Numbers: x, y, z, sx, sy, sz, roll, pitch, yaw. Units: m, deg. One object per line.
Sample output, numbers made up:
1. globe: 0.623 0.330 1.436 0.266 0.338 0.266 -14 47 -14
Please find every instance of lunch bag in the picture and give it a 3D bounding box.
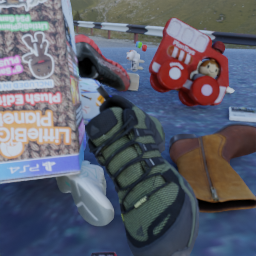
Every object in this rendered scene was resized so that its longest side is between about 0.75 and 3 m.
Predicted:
1. lunch bag: -1.679 -0.762 7.823 2.307 1.088 2.879 -2 18 -11

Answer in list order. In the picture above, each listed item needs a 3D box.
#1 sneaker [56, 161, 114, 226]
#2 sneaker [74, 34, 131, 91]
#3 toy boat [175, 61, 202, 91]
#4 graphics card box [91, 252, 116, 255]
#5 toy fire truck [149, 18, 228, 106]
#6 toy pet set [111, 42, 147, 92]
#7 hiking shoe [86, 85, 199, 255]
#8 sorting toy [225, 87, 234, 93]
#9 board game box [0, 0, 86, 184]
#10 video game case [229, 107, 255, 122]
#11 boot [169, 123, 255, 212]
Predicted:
1. sneaker: -0.547 0.797 3.986 0.622 0.546 1.554 -15 23 -28
2. sneaker: -0.994 -2.008 10.058 0.993 2.810 1.373 -26 43 33
3. toy boat: 2.457 -1.979 11.465 1.396 1.394 2.136 -25 7 25
4. graphics card box: -0.212 1.460 2.057 0.231 0.570 0.908 -1 19 1
5. toy fire truck: 1.965 -1.885 8.513 2.547 2.139 1.428 25 0 -7
6. toy pet set: -0.091 -2.656 11.858 1.158 2.036 2.181 6 18 -8
7. hiking shoe: -0.032 0.417 3.251 1.216 0.914 2.415 37 20 -29
8. sorting toy: 3.828 -1.538 11.176 0.702 0.417 0.780 23 28 34
9. board game box: -1.462 -0.807 4.295 1.303 2.692 2.146 -6 8 -6
10. video game case: 3.573 -0.381 8.111 1.221 0.143 1.110 5 20 18
11. boot: 1.646 0.549 4.560 1.881 0.684 1.998 1 20 2
